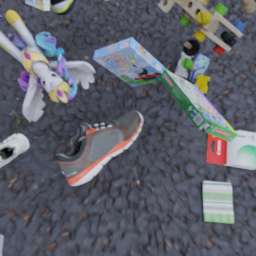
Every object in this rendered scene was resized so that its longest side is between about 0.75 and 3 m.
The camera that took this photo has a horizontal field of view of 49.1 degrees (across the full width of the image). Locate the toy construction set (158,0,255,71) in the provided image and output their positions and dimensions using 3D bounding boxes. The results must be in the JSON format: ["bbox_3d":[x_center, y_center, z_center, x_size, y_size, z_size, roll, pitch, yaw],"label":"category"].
[{"bbox_3d":[2.280,-3.526,7.977,2.892,2.222,2.412,-22,64,37],"label":"toy construction set"}]

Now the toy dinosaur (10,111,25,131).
[{"bbox_3d":[-3.815,-0.180,9.659,0.412,0.310,0.806,-13,70,6],"label":"toy dinosaur"}]

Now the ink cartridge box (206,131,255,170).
[{"bbox_3d":[3.412,0.653,9.184,1.527,0.382,1.229,10,64,3],"label":"ink cartridge box"}]

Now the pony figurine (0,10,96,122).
[{"bbox_3d":[-2.262,-1.487,7.122,2.333,2.704,2.802,-41,86,-5],"label":"pony figurine"}]

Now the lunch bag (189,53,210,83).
[{"bbox_3d":[2.570,-2.166,10.315,0.564,0.752,0.885,33,68,16],"label":"lunch bag"}]

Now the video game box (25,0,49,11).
[{"bbox_3d":[-2.242,-3.368,6.876,0.837,0.763,0.196,32,36,29],"label":"video game box"}]

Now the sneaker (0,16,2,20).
[{"bbox_3d":[-4.292,-3.665,8.947,0.567,0.361,0.995,14,51,-17],"label":"sneaker"}]

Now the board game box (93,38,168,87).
[{"bbox_3d":[0.115,-1.795,8.030,1.364,1.803,0.330,-6,66,40],"label":"board game box"}]

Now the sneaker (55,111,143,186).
[{"bbox_3d":[-0.692,0.224,7.152,2.711,1.045,1.110,-44,108,-29],"label":"sneaker"}]

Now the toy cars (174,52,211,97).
[{"bbox_3d":[2.332,-1.793,10.290,1.035,0.511,2.308,-23,62,-1],"label":"toy cars"}]

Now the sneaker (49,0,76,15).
[{"bbox_3d":[-1.791,-4.372,7.957,0.828,0.956,2.308,8,81,27],"label":"sneaker"}]

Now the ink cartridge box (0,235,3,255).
[{"bbox_3d":[-4.036,3.389,7.846,0.890,0.371,0.646,-7,64,-3],"label":"ink cartridge box"}]

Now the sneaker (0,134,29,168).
[{"bbox_3d":[-2.562,0.587,5.447,1.288,0.522,0.484,-34,107,8],"label":"sneaker"}]

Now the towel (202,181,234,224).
[{"bbox_3d":[2.716,2.259,8.533,0.906,0.186,1.214,3,67,4],"label":"towel"}]

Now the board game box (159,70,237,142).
[{"bbox_3d":[1.617,-0.544,6.604,1.289,0.279,1.915,17,33,-38],"label":"board game box"}]
